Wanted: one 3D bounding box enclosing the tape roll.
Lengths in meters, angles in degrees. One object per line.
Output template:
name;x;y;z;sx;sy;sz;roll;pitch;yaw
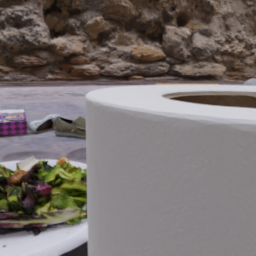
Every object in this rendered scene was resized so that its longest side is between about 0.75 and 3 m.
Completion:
tape roll;0.844;0.533;2.099;2.324;1.596;2.324;0;12;0

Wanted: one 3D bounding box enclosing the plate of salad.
plate of salad;-1.483;0.725;3.439;2.898;0.696;2.898;0;12;0

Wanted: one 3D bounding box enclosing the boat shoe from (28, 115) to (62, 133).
boat shoe;-2.356;-0.104;8.239;0.369;0.424;1.150;16;23;35

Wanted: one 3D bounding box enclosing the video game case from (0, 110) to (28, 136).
video game case;-4.324;-0.142;8.213;2.534;0.454;2.297;-5;13;-22

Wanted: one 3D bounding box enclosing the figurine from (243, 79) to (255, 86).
figurine;4.418;-1.093;8.291;0.720;1.673;1.633;7;44;-39

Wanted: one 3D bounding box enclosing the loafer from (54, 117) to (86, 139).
loafer;-1.270;-0.028;7.483;1.527;0.532;0.574;2;12;11

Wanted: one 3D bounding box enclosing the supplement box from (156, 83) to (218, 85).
supplement box;1.328;-0.277;6.415;1.519;1.023;1.540;2;30;9
